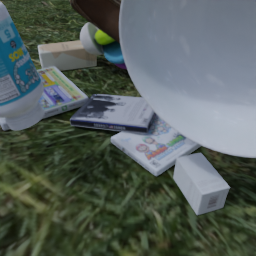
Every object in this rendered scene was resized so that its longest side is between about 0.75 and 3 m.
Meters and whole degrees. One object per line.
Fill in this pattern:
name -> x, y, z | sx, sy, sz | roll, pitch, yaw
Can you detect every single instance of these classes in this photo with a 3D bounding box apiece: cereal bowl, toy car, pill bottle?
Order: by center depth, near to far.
cereal bowl -> 1.354, -1.066, 3.498 | 2.863, 2.863, 1.192 | 22, 52, 28
pill bottle -> -1.942, -0.855, 4.252 | 0.998, 1.801, 0.998 | -13, 34, 9
toy car -> -0.165, -2.962, 9.471 | 2.259, 1.936, 2.581 | -18, 20, 19

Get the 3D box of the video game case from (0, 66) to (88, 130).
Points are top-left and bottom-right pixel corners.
video game case -> -2.762, -0.999, 8.165 | 2.332, 0.283, 2.562 | -21, 41, -26

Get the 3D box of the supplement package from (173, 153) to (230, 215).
supplement package -> 1.315, 1.004, 5.188 | 0.565, 0.563, 0.963 | -11, 38, -15

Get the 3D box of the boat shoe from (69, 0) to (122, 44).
boat shoe -> -0.035, -1.607, 4.353 | 1.858, 0.686, 0.687 | 15, 47, -36

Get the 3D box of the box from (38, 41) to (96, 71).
box -> -2.134, -2.540, 9.870 | 1.875, 0.729, 0.890 | -12, 38, -17

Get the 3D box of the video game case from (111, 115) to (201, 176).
video game case -> 0.690, 0.286, 6.476 | 1.637, 0.194, 1.490 | -28, 44, -32

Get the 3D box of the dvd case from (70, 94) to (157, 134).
dvd case -> -0.272, -0.417, 7.211 | 1.975, 0.244, 1.484 | 7, 33, 17
